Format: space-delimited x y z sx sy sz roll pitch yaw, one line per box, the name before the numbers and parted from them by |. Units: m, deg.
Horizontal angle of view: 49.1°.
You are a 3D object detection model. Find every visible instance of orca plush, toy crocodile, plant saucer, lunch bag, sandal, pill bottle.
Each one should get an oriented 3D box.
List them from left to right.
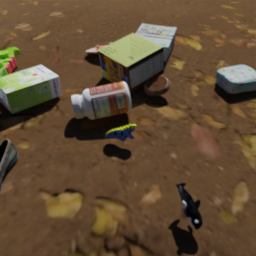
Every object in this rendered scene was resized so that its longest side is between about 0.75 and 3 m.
toy crocodile | -5.718 -2.924 13.135 0.856 0.936 2.773 -7 38 -1
pill bottle | -1.007 -0.980 10.577 2.108 1.183 1.183 -12 41 -5
sandal | -0.235 0.239 9.453 1.145 0.498 0.455 -16 -6 20
plant saucer | 1.210 -1.812 11.814 1.177 0.203 1.177 -9 48 11
orca plush | 1.652 1.910 7.101 0.428 0.633 1.204 -31 45 21
lunch bag | 4.881 -2.122 12.434 1.792 0.691 1.437 -12 44 -14

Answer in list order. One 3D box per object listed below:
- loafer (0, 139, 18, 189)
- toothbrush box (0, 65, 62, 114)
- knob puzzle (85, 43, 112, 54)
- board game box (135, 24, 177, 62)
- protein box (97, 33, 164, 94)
loafer | -4.060 1.283 8.278 0.835 0.731 2.323 5 40 6
toothbrush box | -4.145 -1.655 11.566 2.212 0.952 1.611 -26 42 -31
knob puzzle | -1.371 -4.301 15.006 2.062 0.286 2.062 -7 25 3
board game box | 1.390 -4.744 15.440 2.101 0.915 2.848 12 42 12
protein box | 0.147 -2.961 12.678 2.097 1.415 2.082 -34 50 -24
